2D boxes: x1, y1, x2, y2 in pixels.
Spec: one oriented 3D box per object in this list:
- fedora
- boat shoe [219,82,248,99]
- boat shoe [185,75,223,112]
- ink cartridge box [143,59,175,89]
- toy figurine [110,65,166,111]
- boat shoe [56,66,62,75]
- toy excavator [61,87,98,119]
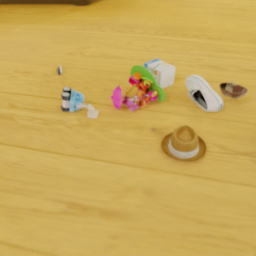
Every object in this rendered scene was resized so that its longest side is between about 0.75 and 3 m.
[{"bbox_3d":[2.016,0.444,10.046,1.782,0.727,1.782,0,36,0],"label":"fedora"},{"bbox_3d":[4.648,-1.728,12.589,0.634,0.601,1.673,-49,19,-5],"label":"boat shoe"},{"bbox_3d":[3.187,-1.604,12.651,0.852,0.959,2.607,-10,36,-19],"label":"boat shoe"},{"bbox_3d":[1.553,-2.733,14.163,0.965,0.982,1.334,-25,43,-30],"label":"ink cartridge box"},{"bbox_3d":[0.250,-1.419,12.402,2.163,1.624,1.991,43,64,13],"label":"toy figurine"},{"bbox_3d":[-3.788,-3.165,15.339,0.266,0.295,0.835,-8,38,-14],"label":"boat shoe"},{"bbox_3d":[-2.098,-1.048,12.148,1.606,0.802,1.562,4,37,-9],"label":"toy excavator"}]
